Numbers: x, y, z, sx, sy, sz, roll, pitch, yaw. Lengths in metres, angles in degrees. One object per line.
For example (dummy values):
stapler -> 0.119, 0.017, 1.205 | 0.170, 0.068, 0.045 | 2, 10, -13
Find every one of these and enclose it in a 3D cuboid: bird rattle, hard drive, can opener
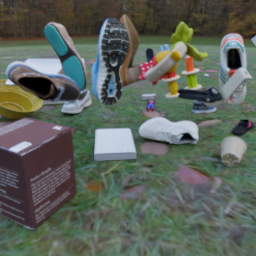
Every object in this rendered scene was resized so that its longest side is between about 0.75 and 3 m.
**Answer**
bird rattle -> 1.200, -2.261, 9.383 | 2.512, 1.415, 2.048 | -27, 14, 33
hard drive -> -0.541, 0.586, 10.842 | 1.467, 0.292, 2.224 | -2, 21, -5
can opener -> 2.650, -1.177, 10.368 | 1.743, 0.685, 0.552 | 2, 40, -15

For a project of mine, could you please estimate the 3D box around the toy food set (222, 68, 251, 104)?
toy food set -> 2.844, -1.108, 7.368 | 0.258, 0.856, 0.614 | 26, 33, -13

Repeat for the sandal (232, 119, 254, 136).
sandal -> 5.132, -0.119, 12.428 | 0.663, 0.398, 1.765 | 16, 27, 35

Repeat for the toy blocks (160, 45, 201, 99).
toy blocks -> 2.228, -2.577, 12.134 | 1.836, 2.203, 0.800 | -21, 20, -20

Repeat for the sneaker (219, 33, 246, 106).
sneaker -> 3.364, -1.701, 9.072 | 0.868, 2.464, 1.152 | 0, 31, 21

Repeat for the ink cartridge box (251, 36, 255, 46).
ink cartridge box -> 4.210, -2.372, 8.283 | 0.537, 1.080, 0.212 | -39, -10, 38

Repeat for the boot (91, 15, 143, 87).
boot -> -0.633, -3.302, 12.607 | 2.319, 2.998, 1.105 | -8, 9, 24

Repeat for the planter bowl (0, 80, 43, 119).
planter bowl -> -5.583, -1.189, 13.661 | 2.573, 1.072, 2.573 | 21, 32, -14

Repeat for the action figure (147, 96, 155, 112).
action figure -> 1.253, -1.377, 15.248 | 0.446, 0.676, 1.366 | 3, 20, 6

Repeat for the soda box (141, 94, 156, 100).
soda box -> 1.240, -1.849, 16.875 | 0.841, 0.267, 0.288 | -5, 23, -14

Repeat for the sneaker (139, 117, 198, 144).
sneaker -> 1.640, 0.175, 11.144 | 2.419, 0.901, 1.054 | 0, 27, 2

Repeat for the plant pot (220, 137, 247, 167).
plant pot -> 3.534, 0.873, 9.565 | 0.872, 0.872, 0.798 | 10, 36, 24

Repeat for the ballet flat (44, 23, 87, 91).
ballet flat -> -1.910, -2.400, 9.384 | 0.810, 2.379, 0.800 | -18, 15, 25

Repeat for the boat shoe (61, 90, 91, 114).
boat shoe -> -2.748, -1.375, 14.996 | 0.911, 0.793, 2.473 | 9, 24, 22

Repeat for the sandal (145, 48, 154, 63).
sandal -> 1.009, -2.827, 11.809 | 0.454, 1.195, 0.256 | -13, -10, -27

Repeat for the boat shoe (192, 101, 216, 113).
boat shoe -> 4.008, -1.140, 14.653 | 1.361, 0.618, 0.482 | -7, 23, -17

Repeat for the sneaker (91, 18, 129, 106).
sneaker -> -0.756, -2.016, 8.505 | 0.998, 2.545, 1.145 | -1, 17, -39

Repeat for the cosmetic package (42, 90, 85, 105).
cosmetic package -> -3.918, -2.193, 16.155 | 2.835, 1.491, 1.008 | -4, 21, -13

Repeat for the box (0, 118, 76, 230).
box -> -2.566, 1.066, 7.262 | 1.712, 2.086, 1.730 | 12, 24, 26

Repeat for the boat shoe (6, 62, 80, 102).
boat shoe -> -2.374, -1.151, 8.331 | 2.374, 0.858, 0.859 | 13, 27, -42

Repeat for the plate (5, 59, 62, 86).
plate -> -3.565, -2.143, 11.125 | 1.891, 0.306, 1.887 | 4, 44, 14
